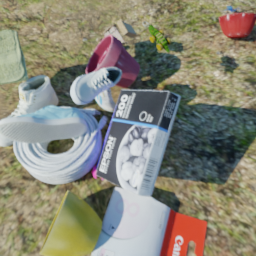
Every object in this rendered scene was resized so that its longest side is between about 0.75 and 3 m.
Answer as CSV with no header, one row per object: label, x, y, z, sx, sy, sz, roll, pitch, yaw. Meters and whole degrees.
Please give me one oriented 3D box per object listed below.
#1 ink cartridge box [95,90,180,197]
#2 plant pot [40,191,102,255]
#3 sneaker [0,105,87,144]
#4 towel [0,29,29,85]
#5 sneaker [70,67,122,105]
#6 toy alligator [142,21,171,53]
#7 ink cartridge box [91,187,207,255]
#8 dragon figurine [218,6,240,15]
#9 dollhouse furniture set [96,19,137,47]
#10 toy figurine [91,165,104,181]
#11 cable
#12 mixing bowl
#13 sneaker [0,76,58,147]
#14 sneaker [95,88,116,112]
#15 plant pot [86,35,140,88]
ink cartridge box,-0.031,0.249,8.233,2.828,0.614,2.802,10,81,52
plant pot,-1.484,2.836,7.863,1.273,1.794,1.794,25,58,-8
sneaker,-2.695,-0.204,8.932,2.639,0.976,1.081,0,43,-25
towel,-4.810,-2.292,9.653,2.475,0.452,1.836,-12,100,1
sneaker,-0.949,-1.449,8.769,0.792,0.817,2.237,-15,23,35
toy alligator,0.961,-3.185,9.583,0.493,0.357,1.487,-37,78,-8
ink cartridge box,0.658,3.285,8.027,2.998,0.855,2.436,12,57,13
dragon figurine,5.142,-6.007,14.340,1.114,0.328,0.554,17,59,10
dollhouse furniture set,-0.767,-3.696,11.640,1.929,0.854,1.000,-33,80,28
toy figurine,-0.783,1.418,9.392,0.845,0.689,0.918,-41,82,-9
cable,-2.343,0.509,9.637,2.860,0.990,2.860,12,56,9
mixing bowl,5.027,-4.649,12.894,1.705,1.705,0.924,-1,102,0
sneaker,-3.840,-0.734,10.103,1.048,1.644,2.846,32,64,17
sneaker,-0.877,-1.260,10.135,1.514,0.611,0.579,55,38,-12
plant pot,-0.518,-2.454,11.070,1.635,1.826,1.826,29,51,-29
